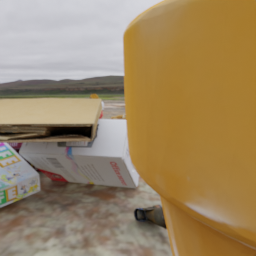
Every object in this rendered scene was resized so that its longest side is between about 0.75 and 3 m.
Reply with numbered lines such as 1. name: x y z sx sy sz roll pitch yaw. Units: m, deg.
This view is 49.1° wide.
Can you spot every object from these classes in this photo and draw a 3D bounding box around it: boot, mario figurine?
1. boot: 0.338 1.352 4.185 0.435 0.336 0.898 -6 -10 -5
2. mario figurine: -1.533 -0.421 10.734 1.198 1.941 1.029 -1 47 -4

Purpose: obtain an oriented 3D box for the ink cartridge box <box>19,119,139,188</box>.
1. ink cartridge box: -0.864 0.526 5.726 2.044 0.875 1.508 1 -31 13

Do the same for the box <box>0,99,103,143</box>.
1. box: -1.584 -0.223 4.881 2.193 0.285 2.683 -1 12 -3

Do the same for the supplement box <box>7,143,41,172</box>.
1. supplement box: -3.362 0.546 7.103 2.509 0.764 1.365 -3 25 -12

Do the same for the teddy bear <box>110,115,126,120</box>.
1. teddy bear: -0.374 -0.535 15.326 1.075 0.495 1.482 -6 11 -19

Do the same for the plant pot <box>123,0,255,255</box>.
1. plant pot: 1.351 0.680 1.720 2.748 2.516 2.748 -1 10 0

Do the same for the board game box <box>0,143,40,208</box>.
1. board game box: -2.973 0.767 5.346 1.571 0.400 2.337 -19 35 -41
